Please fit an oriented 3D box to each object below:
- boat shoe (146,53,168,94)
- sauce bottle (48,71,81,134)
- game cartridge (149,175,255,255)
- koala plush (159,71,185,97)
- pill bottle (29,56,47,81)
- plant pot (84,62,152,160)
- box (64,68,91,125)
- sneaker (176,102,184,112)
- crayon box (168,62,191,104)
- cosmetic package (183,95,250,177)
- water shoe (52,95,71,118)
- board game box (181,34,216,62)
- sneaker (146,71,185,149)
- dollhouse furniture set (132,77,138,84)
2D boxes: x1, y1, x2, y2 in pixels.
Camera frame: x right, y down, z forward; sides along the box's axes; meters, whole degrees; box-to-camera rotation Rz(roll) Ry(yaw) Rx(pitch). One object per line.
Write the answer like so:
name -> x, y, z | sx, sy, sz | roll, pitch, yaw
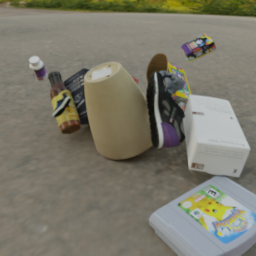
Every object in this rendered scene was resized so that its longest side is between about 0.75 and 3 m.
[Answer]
boat shoe -> 1.118, -1.753, 10.898 | 0.812, 2.250, 0.731 | 5, -6, 13
sauce bottle -> -2.501, -1.009, 10.621 | 0.830, 0.830, 2.516 | -14, 70, -24
game cartridge -> 2.152, 2.201, 6.841 | 2.801, 0.567, 1.868 | -20, 38, -32
koala plush -> 1.391, -1.325, 9.814 | 0.939, 0.906, 1.022 | 20, 72, 40
pill bottle -> -3.567, -2.340, 11.059 | 0.520, 0.932, 0.520 | -1, 55, 2
plant pot -> -0.399, -0.722, 9.278 | 2.447, 2.613, 2.447 | -14, 37, 11
box -> -1.654, -1.193, 11.076 | 1.385, 1.872, 0.976 | -20, -14, 40
sneaker -> 1.301, -0.419, 11.315 | 1.509, 1.045, 2.693 | 7, 18, 19
crayon box -> 2.031, -1.873, 11.949 | 0.509, 1.505, 1.745 | -21, -14, 33
cosmetic package -> 2.619, 0.120, 8.829 | 1.500, 1.092, 2.951 | 8, 31, 1
water shoe -> -2.384, -0.756, 9.832 | 0.352, 0.319, 0.891 | 35, 81, 23
board game box -> 3.245, -3.772, 13.097 | 1.301, 0.446, 1.574 | -23, 29, 12
sneaker -> 1.181, -0.561, 8.612 | 1.028, 2.347, 0.889 | -3, -7, -12
dollhouse furniture set -> -0.003, -1.052, 11.085 | 1.122, 2.085, 0.848 | 3, 34, 15
